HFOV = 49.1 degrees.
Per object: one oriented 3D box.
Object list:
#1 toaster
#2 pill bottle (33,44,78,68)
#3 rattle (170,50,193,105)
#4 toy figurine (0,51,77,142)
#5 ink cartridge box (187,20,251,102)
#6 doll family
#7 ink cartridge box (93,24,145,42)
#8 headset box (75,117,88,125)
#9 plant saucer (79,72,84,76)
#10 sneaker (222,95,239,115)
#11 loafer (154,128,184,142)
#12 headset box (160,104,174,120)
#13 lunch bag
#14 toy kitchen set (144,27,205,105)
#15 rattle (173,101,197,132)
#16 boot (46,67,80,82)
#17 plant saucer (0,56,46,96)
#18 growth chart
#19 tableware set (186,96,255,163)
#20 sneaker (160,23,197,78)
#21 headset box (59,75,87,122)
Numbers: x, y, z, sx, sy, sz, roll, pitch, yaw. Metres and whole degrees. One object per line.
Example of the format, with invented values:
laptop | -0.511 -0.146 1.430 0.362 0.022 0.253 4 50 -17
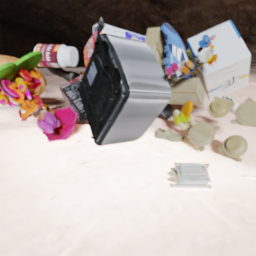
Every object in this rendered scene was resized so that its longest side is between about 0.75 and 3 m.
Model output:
toaster | -0.258 -1.206 8.280 1.635 2.755 2.491 -2 54 -31
pill bottle | -2.630 -2.613 10.235 1.448 0.827 0.827 6 17 16
rattle | 2.320 -2.047 10.156 1.654 1.507 2.315 -7 41 32
toy figurine | -2.627 -0.651 8.302 2.034 2.494 2.710 -40 9 9
ink cartridge box | 2.913 -2.039 8.959 1.401 1.426 1.937 -23 -24 12
doll family | 1.715 -1.635 7.113 1.561 0.704 0.969 -38 -3 24
ink cartridge box | -0.229 -2.684 11.152 2.413 2.436 0.529 2 -9 -39
headset box | -1.153 -0.698 11.289 2.194 0.847 1.633 1 16 4
plant saucer | -1.413 -2.440 12.515 1.507 0.243 1.507 -5 13 1
sneaker | 3.332 -0.714 8.908 0.858 0.328 0.345 37 -12 10
loafer | 1.307 0.217 8.958 0.993 0.339 0.376 8 17 27
headset box | 1.314 -0.923 11.180 0.927 0.481 1.246 40 18 -22
lunch bag | -1.054 -2.712 9.746 0.538 1.157 1.313 19 43 -34
toy kitchen set | 1.688 -1.900 9.700 2.188 2.425 1.978 5 -17 28
rattle | 2.177 -0.326 9.016 1.343 0.959 0.874 22 23 -17
boot | -2.574 -2.172 11.810 1.460 0.581 1.677 24 -11 20
plant saucer | -4.677 -1.897 11.323 2.619 0.423 2.619 2 -26 1
growth chart | 1.403 1.052 6.365 0.978 0.120 1.351 3 16 11
tableware set | 2.635 -0.074 7.587 1.625 1.946 0.226 26 -11 39
sneaker | 1.508 -2.350 9.314 0.938 2.280 0.843 -24 2 14
headset box | -1.639 -1.201 10.290 1.245 0.646 1.673 -32 57 -17
